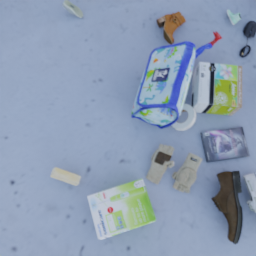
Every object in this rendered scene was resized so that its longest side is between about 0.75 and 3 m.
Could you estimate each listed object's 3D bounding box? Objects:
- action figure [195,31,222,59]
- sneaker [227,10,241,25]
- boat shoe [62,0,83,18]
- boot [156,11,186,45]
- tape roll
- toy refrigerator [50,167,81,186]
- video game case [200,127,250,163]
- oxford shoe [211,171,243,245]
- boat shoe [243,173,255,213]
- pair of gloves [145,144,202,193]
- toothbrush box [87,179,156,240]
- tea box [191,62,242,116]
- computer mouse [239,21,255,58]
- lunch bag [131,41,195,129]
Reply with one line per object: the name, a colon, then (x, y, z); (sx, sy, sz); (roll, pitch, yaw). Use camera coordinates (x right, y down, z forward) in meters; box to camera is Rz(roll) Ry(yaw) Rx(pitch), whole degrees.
action figure: (2.609, -3.253, 11.584); (1.109, 0.731, 2.240); (43, 105, -7)
sneaker: (4.717, -5.013, 12.426); (0.470, 0.293, 0.797); (-32, 65, 37)
boat shoe: (-2.482, -5.273, 12.495); (1.015, 0.362, 0.354); (32, 70, -30)
boot: (2.022, -4.416, 12.309); (1.133, 0.560, 1.460); (-22, 66, -4)
tape roll: (2.158, -0.419, 11.150); (1.109, 0.203, 1.109); (-15, 62, 32)
toy refrigerator: (-2.356, 1.828, 10.575); (1.045, 0.397, 0.366); (25, 62, -18)
video game case: (3.866, 0.665, 11.209); (1.720, 0.163, 1.229); (-8, 76, -1)
oxford shoe: (3.654, 2.913, 10.362); (1.094, 0.942, 2.592); (-3, 73, 16)
boat shoe: (4.808, 2.805, 10.443); (0.741, 0.816, 2.218); (-9, 66, 12)
pair of gloves: (1.738, 1.555, 10.797); (1.850, 0.324, 1.573); (18, 91, 10)
toothbrush box: (-0.227, 2.943, 10.160); (2.117, 0.911, 1.541); (-17, 69, -3)
tea box: (3.518, -1.534, 11.224); (1.728, 1.174, 1.757); (5, 76, 0)
computer mouse: (5.271, -3.926, 12.276); (0.548, 0.318, 1.871); (17, 77, 3)
lunch bag: (1.362, -1.492, 10.221); (1.843, 2.892, 2.459); (19, 77, -12)
